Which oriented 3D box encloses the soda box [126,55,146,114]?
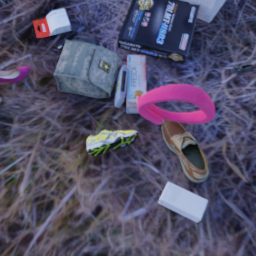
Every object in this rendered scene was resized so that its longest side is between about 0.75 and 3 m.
[{"bbox_3d":[0.294,-1.626,10.300,0.710,0.763,2.232,1,59,0],"label":"soda box"}]

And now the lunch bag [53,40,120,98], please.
[{"bbox_3d":[-1.439,-2.132,10.344,2.111,1.241,1.731,11,64,2],"label":"lunch bag"}]

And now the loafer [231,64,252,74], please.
[{"bbox_3d":[4.479,-2.361,11.029,0.843,0.265,0.303,-12,60,-7],"label":"loafer"}]

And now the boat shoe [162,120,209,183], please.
[{"bbox_3d":[1.876,0.569,8.939,0.896,0.875,2.369,-22,62,-13],"label":"boat shoe"}]

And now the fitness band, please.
[{"bbox_3d":[1.395,-0.560,8.082,1.962,2.733,0.511,-4,75,30],"label":"fitness band"}]

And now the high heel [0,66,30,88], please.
[{"bbox_3d":[-4.537,-2.075,10.555,1.643,0.788,0.553,-27,63,-15],"label":"high heel"}]

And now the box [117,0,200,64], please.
[{"bbox_3d":[1.309,-4.264,11.715,2.862,0.716,2.883,16,67,6],"label":"box"}]

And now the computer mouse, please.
[{"bbox_3d":[-1.911,-3.470,11.527,1.824,0.481,1.263,25,63,12],"label":"computer mouse"}]

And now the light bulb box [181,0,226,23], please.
[{"bbox_3d":[3.669,-6.770,12.130,1.783,2.858,2.833,28,63,16],"label":"light bulb box"}]

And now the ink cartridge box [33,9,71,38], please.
[{"bbox_3d":[-3.378,-4.608,12.300,1.519,0.359,1.216,-16,60,-10],"label":"ink cartridge box"}]

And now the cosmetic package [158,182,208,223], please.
[{"bbox_3d":[1.602,2.182,8.238,1.270,0.470,0.646,26,63,12],"label":"cosmetic package"}]

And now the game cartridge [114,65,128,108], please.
[{"bbox_3d":[-0.262,-1.461,10.098,0.275,0.905,1.357,9,67,-9],"label":"game cartridge"}]

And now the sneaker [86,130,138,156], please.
[{"bbox_3d":[-0.527,0.324,9.164,1.765,0.665,0.674,-14,57,-14],"label":"sneaker"}]
